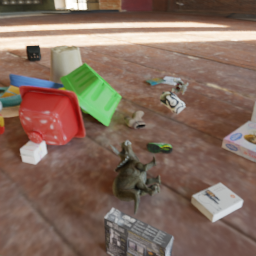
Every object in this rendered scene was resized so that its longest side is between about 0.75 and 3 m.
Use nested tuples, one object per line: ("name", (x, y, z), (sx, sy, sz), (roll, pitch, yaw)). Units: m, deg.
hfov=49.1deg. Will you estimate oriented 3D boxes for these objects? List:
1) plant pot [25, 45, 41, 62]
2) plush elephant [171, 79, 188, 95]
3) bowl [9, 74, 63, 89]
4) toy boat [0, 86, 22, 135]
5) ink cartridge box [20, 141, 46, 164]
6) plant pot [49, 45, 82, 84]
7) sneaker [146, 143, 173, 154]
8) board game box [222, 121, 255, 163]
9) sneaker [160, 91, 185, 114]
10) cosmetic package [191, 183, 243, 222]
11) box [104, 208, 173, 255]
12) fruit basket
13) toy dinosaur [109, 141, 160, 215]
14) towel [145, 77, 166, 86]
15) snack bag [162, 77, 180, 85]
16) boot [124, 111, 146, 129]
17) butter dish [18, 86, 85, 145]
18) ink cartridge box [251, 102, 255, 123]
("plant pot", (-6.255, -4.879, 18.611), (0.935, 0.937, 0.831), (-10, 44, -17))
("plush elephant", (2.426, -1.870, 12.853), (0.750, 0.618, 0.581), (16, 5, -17))
("bowl", (-4.024, -1.938, 12.680), (2.592, 0.509, 2.592), (11, 6, -1))
("toy boat", (-4.943, -0.956, 11.002), (2.447, 1.353, 2.911), (-5, 29, -9))
("ink cartridge box", (-2.999, 0.766, 8.814), (0.487, 0.475, 0.758), (8, 30, 14))
("plant pot", (-3.164, -3.134, 14.339), (2.094, 1.917, 2.094), (0, 29, 0))
("sneaker", (1.021, 0.648, 9.255), (0.866, 0.338, 0.369), (9, 22, -2))
("board game box", (4.448, 0.527, 9.338), (1.856, 0.382, 1.852), (-25, 38, -37))
("sneaker", (1.718, -1.078, 11.198), (0.982, 0.602, 1.509), (47, 15, -3))
("cosmetic package", (2.240, 1.860, 7.085), (1.017, 0.263, 0.767), (-16, 36, -27))
("box", (0.168, 2.293, 5.473), (1.353, 1.067, 0.337), (16, 33, 28))
("fruit basket", (-2.006, -1.023, 11.141), (2.918, 2.105, 2.918), (-28, 42, 29))
("toy dinosaur", (0.126, 1.443, 7.392), (1.345, 1.013, 2.631), (-9, 35, 12))
("towel", (1.478, -2.483, 14.957), (0.912, 0.099, 0.669), (-17, 33, -19))
("snack bag", (2.274, -2.553, 15.157), (0.880, 0.100, 0.934), (14, 33, 23))
("boot", (0.398, -0.275, 10.866), (1.096, 0.385, 0.802), (-22, 42, -32))
("butter dish", (-2.682, -0.135, 9.098), (2.104, 2.098, 1.555), (9, 44, 13))
("ink cartridge box", (6.106, -0.406, 10.308), (2.526, 1.057, 1.832), (21, 36, 33))
